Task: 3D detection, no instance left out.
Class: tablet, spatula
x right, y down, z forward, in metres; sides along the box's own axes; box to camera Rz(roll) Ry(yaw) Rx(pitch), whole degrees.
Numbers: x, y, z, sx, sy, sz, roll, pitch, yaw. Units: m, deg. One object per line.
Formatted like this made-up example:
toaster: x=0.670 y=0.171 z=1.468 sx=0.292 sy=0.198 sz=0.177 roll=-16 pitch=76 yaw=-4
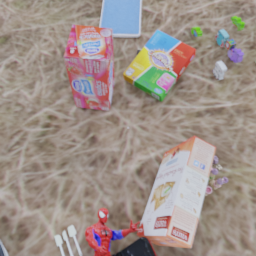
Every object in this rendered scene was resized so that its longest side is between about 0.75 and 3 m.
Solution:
tablet: x=-0.288 y=-4.636 z=11.440 sx=1.633 sy=0.171 sz=2.509 roll=2 pitch=61 yaw=2
spatula: x=-1.534 y=3.013 z=7.221 sx=0.595 sy=0.069 sz=0.856 roll=-29 pitch=50 yaw=-7

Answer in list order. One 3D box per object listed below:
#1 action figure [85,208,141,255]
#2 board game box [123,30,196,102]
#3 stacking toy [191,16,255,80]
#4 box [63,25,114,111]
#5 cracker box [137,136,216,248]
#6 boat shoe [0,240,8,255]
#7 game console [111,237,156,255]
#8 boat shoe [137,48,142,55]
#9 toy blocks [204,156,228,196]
action figure: x=-0.417 y=3.177 z=6.393 sx=0.933 sy=1.415 sz=2.858 roll=18 pitch=51 yaw=-31
board game box: x=1.081 y=-2.186 z=9.722 sx=1.624 sy=0.428 sz=2.122 roll=33 pitch=79 yaw=16
stacking toy: x=3.715 y=-3.006 z=10.371 sx=1.978 sy=0.616 sz=2.623 roll=-16 pitch=61 yaw=-10
box: x=-1.088 y=-1.726 z=8.540 sx=1.192 sy=2.496 sz=1.244 roll=6 pitch=62 yaw=2
cracker box: x=1.206 y=1.638 z=7.120 sx=0.732 sy=1.699 sz=2.537 roll=27 pitch=63 yaw=-9
boat shoe: x=-3.897 y=2.560 z=6.950 sx=0.961 sy=1.232 sz=2.715 roll=-37 pitch=68 yaw=-18
game console: x=-0.024 y=3.960 z=6.178 sx=1.372 sy=1.992 sz=2.312 roll=-8 pitch=59 yaw=-35
boat shoe: x=0.793 y=-2.661 z=10.364 sx=0.996 sy=0.362 sz=0.312 roll=20 pitch=104 yaw=5
toy blocks: x=2.373 y=1.251 z=7.887 sx=0.979 sy=0.824 sz=0.915 roll=-25 pitch=64 yaw=-14
